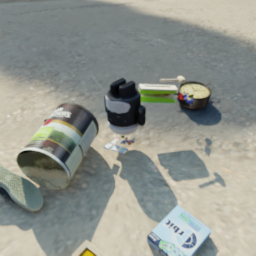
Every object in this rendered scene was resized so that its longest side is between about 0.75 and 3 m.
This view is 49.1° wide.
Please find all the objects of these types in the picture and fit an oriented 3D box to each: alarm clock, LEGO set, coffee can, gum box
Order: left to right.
[{"bbox_3d":[-2.501,0.626,10.464,1.993,1.993,2.723,11,43,13],"label":"coffee can"},{"bbox_3d":[-0.297,0.568,11.240,0.914,0.300,1.223,12,27,25],"label":"LEGO set"},{"bbox_3d":[1.567,3.326,8.628,1.311,0.344,1.543,33,51,32],"label":"gum box"},{"bbox_3d":[3.458,-1.722,14.098,2.443,0.813,1.648,-28,48,-26],"label":"alarm clock"}]

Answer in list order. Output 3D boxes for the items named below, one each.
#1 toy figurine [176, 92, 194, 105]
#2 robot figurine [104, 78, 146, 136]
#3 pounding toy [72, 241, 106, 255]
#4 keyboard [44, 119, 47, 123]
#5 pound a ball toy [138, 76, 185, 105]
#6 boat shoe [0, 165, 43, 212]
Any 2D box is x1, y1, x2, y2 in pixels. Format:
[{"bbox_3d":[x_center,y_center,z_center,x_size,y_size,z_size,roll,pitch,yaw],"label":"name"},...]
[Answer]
[{"bbox_3d":[2.624,-1.204,12.302,0.892,0.471,0.535,4,51,-45],"label":"toy figurine"},{"bbox_3d":[-0.162,-0.786,11.036,1.394,2.235,1.679,-8,33,-9],"label":"robot figurine"},{"bbox_3d":[-1.251,3.992,6.992,2.079,1.478,1.914,26,47,27],"label":"pounding toy"},{"bbox_3d":[-3.489,-0.176,12.864,0.590,0.096,0.929,-23,46,-15],"label":"keyboard"},{"bbox_3d":[1.365,-1.636,11.738,1.813,1.182,0.770,1,27,-5],"label":"pound a ball toy"},{"bbox_3d":[-3.943,2.141,9.735,2.360,0.735,0.881,31,41,10],"label":"boat shoe"}]
